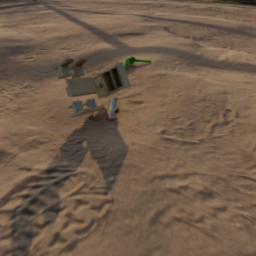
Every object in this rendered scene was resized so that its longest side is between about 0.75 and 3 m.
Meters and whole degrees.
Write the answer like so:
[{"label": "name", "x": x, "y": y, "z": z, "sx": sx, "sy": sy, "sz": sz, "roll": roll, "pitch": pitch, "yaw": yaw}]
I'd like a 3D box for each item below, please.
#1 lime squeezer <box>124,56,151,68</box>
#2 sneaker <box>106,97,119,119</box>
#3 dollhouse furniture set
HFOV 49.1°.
[{"label": "lime squeezer", "x": 0.174, "y": -3.913, "z": 17.234, "sx": 0.994, "sy": 0.531, "sz": 2.815, "roll": 48, "pitch": 48, "yaw": 11}, {"label": "sneaker", "x": -0.615, "y": -0.848, "z": 12.325, "sx": 0.515, "sy": 0.488, "sz": 1.254, "roll": 9, "pitch": 51, "yaw": 3}, {"label": "dollhouse furniture set", "x": -1.409, "y": -1.892, "z": 11.878, "sx": 1.686, "sy": 2.224, "sz": 2.537, "roll": -20, "pitch": -1, "yaw": 39}]
